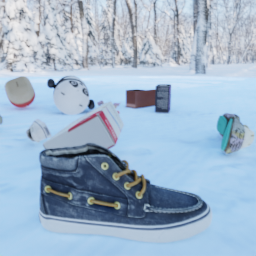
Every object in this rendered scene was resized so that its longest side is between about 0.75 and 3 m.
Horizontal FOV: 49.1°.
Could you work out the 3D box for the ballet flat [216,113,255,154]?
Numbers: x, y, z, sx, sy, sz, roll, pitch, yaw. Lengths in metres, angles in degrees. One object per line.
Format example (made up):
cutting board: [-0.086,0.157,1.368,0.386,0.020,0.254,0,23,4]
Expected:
ballet flat: [2.990,0.117,7.717,0.922,0.922,2.562,3,15,13]

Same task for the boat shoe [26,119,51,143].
boat shoe: [-2.682,0.145,8.174,0.557,0.610,1.696,-29,19,-21]

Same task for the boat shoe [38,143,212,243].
boat shoe: [-0.055,0.848,3.910,2.489,1.130,0.881,0,13,2]

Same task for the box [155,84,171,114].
box: [1.633,-1.367,13.058,0.658,1.262,0.934,3,15,13]

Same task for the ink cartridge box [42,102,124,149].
ink cartridge box: [-0.920,0.128,6.579,1.382,0.785,1.896,-29,9,11]

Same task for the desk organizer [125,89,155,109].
desk organizer: [0.957,-1.613,14.905,2.318,0.892,0.831,-11,17,-40]

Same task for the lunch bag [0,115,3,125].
lunch bag: [-4.940,-0.187,8.590,1.695,0.996,1.390,2,16,7]

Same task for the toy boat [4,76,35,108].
toy boat: [-5.354,-1.624,14.143,1.303,1.305,1.997,-24,45,-15]

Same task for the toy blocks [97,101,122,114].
toy blocks: [-0.727,-0.902,11.684,0.750,0.803,0.676,-15,-15,-47]

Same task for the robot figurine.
robot figurine: [-2.611,-1.560,12.903,1.962,1.630,2.611,-11,19,-9]
